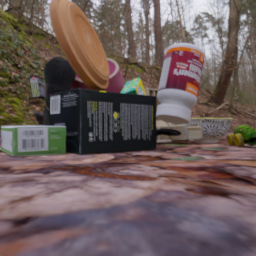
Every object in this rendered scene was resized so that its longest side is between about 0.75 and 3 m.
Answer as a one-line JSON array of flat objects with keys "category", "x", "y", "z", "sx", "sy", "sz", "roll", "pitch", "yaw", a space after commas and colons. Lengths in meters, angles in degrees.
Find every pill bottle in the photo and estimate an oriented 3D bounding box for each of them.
[{"category": "pill bottle", "x": 1.419, "y": -1.186, "z": 7.776, "sx": 1.111, "sy": 2.027, "sz": 1.111, "roll": 12, "pitch": -10, "yaw": 2}]

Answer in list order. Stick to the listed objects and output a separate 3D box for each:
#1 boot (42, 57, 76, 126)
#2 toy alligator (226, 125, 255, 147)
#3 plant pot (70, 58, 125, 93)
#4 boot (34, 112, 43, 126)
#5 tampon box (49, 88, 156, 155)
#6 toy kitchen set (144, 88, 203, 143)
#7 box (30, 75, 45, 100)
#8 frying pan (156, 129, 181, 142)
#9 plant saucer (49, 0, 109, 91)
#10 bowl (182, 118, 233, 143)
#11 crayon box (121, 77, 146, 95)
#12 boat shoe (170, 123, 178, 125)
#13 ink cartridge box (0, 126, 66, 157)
[{"category": "boot", "x": -2.633, "y": -1.028, "z": 9.992, "sx": 1.104, "sy": 2.851, "sz": 1.972, "roll": 13, "pitch": -47, "yaw": -15}, {"category": "toy alligator", "x": 4.110, "y": 0.238, "z": 9.522, "sx": 0.925, "sy": 0.670, "sz": 2.790, "roll": -16, "pitch": -1, "yaw": 0}, {"category": "plant pot", "x": -1.218, "y": -1.257, "z": 11.548, "sx": 2.992, "sy": 2.678, "sz": 2.992, "roll": -2, "pitch": 43, "yaw": 2}, {"category": "boot", "x": -3.431, "y": -0.145, "z": 13.142, "sx": 1.534, "sy": 0.610, "sz": 1.762, "roll": 1, "pitch": -42, "yaw": 19}, {"category": "tampon box", "x": -0.725, "y": -0.154, "z": 8.177, "sx": 2.580, "sy": 1.629, "sz": 1.934, "roll": 0, "pitch": -1, "yaw": -39}, {"category": "toy kitchen set", "x": 1.331, "y": -0.624, "z": 12.344, "sx": 2.349, "sy": 2.598, "sz": 2.880, "roll": -1, "pitch": -2, "yaw": -37}, {"category": "box", "x": -3.105, "y": -1.411, "z": 10.076, "sx": 0.230, "sy": 0.728, "sz": 1.322, "roll": -10, "pitch": 0, "yaw": 4}, {"category": "frying pan", "x": 0.690, "y": 0.286, "z": 9.665, "sx": 2.687, "sy": 0.437, "sz": 1.625, "roll": 24, "pitch": -24, "yaw": 33}, {"category": "plant saucer", "x": -1.295, "y": -2.504, "z": 8.413, "sx": 0.472, "sy": 2.925, "sz": 2.925, "roll": -21, "pitch": -6, "yaw": 14}, {"category": "bowl", "x": 3.630, "y": 0.124, "z": 13.049, "sx": 2.383, "sy": 1.118, "sz": 2.383, "roll": -1, "pitch": 0, "yaw": 0}, {"category": "crayon box", "x": 0.312, "y": -1.033, "z": 10.630, "sx": 0.631, "sy": 1.287, "sz": 2.167, "roll": -18, "pitch": 18, "yaw": 13}, {"category": "boat shoe", "x": 2.484, "y": 0.188, "z": 15.802, "sx": 2.795, "sy": 1.004, "sz": 1.059, "roll": 0, "pitch": 0, "yaw": 40}, {"category": "ink cartridge box", "x": -2.644, "y": 0.303, "z": 7.462, "sx": 1.233, "sy": 0.704, "sz": 2.375, "roll": 0, "pitch": 0, "yaw": -32}]
